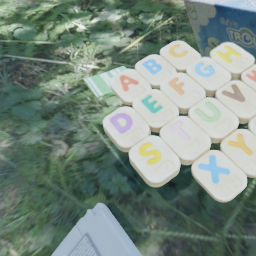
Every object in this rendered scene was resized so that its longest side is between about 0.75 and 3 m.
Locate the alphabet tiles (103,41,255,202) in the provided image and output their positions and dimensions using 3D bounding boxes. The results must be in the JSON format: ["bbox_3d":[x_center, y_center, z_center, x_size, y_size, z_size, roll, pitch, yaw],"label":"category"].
[{"bbox_3d":[0.951,-0.310,3.872,2.462,0.180,2.408,-33,60,-14],"label":"alphabet tiles"}]

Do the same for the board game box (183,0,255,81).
[{"bbox_3d":[2.729,-1.549,6.326,0.642,2.944,2.958,-36,38,-5],"label":"board game box"}]

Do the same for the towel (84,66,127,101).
[{"bbox_3d":[-0.601,-1.702,10.344,1.746,0.204,1.332,-24,51,-20],"label":"towel"}]

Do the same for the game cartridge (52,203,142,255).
[{"bbox_3d":[-0.642,2.108,3.345,2.058,0.416,1.372,-51,37,1],"label":"game cartridge"}]
